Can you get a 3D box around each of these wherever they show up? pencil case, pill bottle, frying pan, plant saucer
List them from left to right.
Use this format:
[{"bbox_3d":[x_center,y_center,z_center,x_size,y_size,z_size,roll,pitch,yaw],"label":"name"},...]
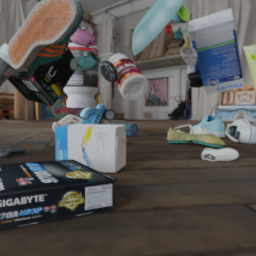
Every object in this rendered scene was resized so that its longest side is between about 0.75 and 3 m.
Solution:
[{"bbox_3d":[-3.789,-1.759,8.186,0.761,1.314,0.761,37,-10,7],"label":"pill bottle"},{"bbox_3d":[-2.249,-2.421,13.342,1.681,2.902,1.681,0,5,0],"label":"pill bottle"},{"bbox_3d":[-0.916,-2.374,10.645,0.247,1.518,0.918,-39,9,-34],"label":"frying pan"},{"bbox_3d":[-0.292,0.073,14.269,1.606,0.683,0.742,3,-2,38],"label":"pencil case"},{"bbox_3d":[-0.090,-2.173,11.669,1.189,1.189,2.082,-2,40,-29],"label":"pill bottle"},{"bbox_3d":[0.678,-2.754,6.980,0.399,2.074,2.074,38,-9,-17],"label":"plant saucer"},{"bbox_3d":[2.800,-2.338,11.426,0.734,1.312,0.734,3,-7,0],"label":"pill bottle"}]

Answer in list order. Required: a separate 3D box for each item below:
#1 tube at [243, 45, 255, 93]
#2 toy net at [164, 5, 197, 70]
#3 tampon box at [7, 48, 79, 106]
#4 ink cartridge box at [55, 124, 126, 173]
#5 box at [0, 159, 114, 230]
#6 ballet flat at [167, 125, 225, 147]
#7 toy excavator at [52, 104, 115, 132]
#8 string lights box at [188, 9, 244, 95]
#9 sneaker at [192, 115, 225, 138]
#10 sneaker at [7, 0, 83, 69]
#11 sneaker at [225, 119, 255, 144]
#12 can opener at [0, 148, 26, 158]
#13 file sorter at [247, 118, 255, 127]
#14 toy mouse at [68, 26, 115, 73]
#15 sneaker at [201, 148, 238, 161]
[{"bbox_3d":[3.755,-1.576,8.040,0.431,1.662,0.482,-14,0,32],"label":"tube"},{"bbox_3d":[1.646,-2.706,8.376,0.378,1.956,1.026,-19,4,45],"label":"toy net"},{"bbox_3d":[-2.915,-2.033,9.672,1.257,1.990,1.492,14,-25,26],"label":"tampon box"},{"bbox_3d":[-0.754,0.402,5.976,1.285,0.929,0.946,1,3,12],"label":"ink cartridge box"},{"bbox_3d":[-1.166,0.783,3.819,1.392,0.403,1.751,-2,4,-27],"label":"box"},{"bbox_3d":[2.399,0.263,10.165,2.252,0.796,0.796,3,4,41],"label":"ballet flat"},{"bbox_3d":[-2.419,-0.403,15.204,2.633,2.560,1.315,28,-5,-17],"label":"toy excavator"},{"bbox_3d":[3.108,-2.503,9.729,1.393,2.710,0.799,-9,43,23],"label":"string lights box"},{"bbox_3d":[4.125,-0.131,14.383,0.977,1.083,2.643,0,3,-18],"label":"sneaker"},{"bbox_3d":[-1.955,-2.377,7.177,2.853,1.018,1.140,-19,0,39],"label":"sneaker"},{"bbox_3d":[4.498,0.067,11.562,0.909,0.938,2.569,10,5,4],"label":"sneaker"},{"bbox_3d":[-3.173,0.712,7.649,0.833,0.222,0.278,-2,37,-47],"label":"can opener"},{"bbox_3d":[6.125,0.047,12.318,1.549,0.964,1.075,1,4,8],"label":"file sorter"},{"bbox_3d":[-1.784,-2.945,10.842,2.492,0.543,2.804,13,-34,-1],"label":"toy mouse"},{"bbox_3d":[2.242,0.699,6.866,0.866,0.331,0.349,-4,11,25],"label":"sneaker"}]
